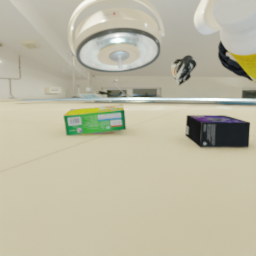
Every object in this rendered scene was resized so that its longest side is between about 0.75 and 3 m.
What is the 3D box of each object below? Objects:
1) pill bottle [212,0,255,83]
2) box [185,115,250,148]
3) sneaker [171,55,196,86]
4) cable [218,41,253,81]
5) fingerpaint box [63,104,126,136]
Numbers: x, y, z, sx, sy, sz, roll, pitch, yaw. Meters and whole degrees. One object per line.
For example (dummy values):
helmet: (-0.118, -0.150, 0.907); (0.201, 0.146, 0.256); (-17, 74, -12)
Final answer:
pill bottle: (2.590, -1.723, 5.286); (2.326, 1.308, 1.308); (26, -11, -41)
box: (3.155, 0.065, 10.246); (1.642, 0.917, 2.326); (2, 8, -1)
sneaker: (1.982, -2.296, 10.685); (0.788, 0.855, 2.138); (-32, -8, -3)
cable: (3.484, -2.009, 8.267); (1.628, 0.507, 1.995); (10, -22, 23)
fingerpaint box: (-1.403, -0.386, 12.424); (2.508, 0.920, 2.092); (-6, 11, -3)
